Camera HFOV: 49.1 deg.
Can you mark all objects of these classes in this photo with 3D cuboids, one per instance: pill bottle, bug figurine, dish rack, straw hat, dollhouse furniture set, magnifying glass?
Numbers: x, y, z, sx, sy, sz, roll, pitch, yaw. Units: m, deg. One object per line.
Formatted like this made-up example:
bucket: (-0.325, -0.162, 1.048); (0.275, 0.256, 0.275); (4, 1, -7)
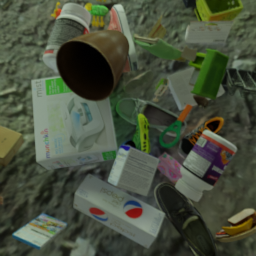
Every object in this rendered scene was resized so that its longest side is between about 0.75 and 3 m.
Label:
pill bottle: (-1.950, -2.928, 9.224); (1.159, 1.159, 2.034); (14, 77, 4)
bug figurine: (-1.677, -4.817, 10.285); (2.075, 0.689, 2.676); (6, 72, 2)
dish rack: (3.756, -1.237, 8.303); (1.821, 2.374, 0.648); (9, 115, 10)
pill bottle: (2.007, 1.031, 7.456); (0.975, 0.975, 1.750); (32, 95, 10)
straw hat: (1.039, -3.294, 9.673); (0.470, 1.111, 1.111); (35, 75, -5)
dollhouse furniture set: (1.365, -1.780, 8.095); (2.989, 1.494, 1.154); (30, 106, 46)
magnifying glass: (1.435, -0.056, 8.234); (0.593, 0.167, 1.489); (23, 76, 45)

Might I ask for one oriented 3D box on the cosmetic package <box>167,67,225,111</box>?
cosmetic package: (2.218, -1.392, 9.297); (1.561, 0.403, 1.177); (-20, 76, -6)

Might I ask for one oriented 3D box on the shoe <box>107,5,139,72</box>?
shoe: (-0.581, -2.976, 9.399); (1.289, 1.013, 2.834); (-13, 62, -1)

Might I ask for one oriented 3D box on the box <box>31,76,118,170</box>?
box: (-1.603, -0.226, 8.519); (2.266, 1.241, 2.568); (-8, 71, -4)

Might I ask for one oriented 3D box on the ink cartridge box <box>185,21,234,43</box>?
ink cartridge box: (2.705, -3.323, 9.452); (1.402, 1.235, 0.313); (1, 73, 4)

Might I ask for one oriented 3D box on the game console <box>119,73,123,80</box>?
game console: (-1.112, -1.851, 9.582); (1.723, 0.208, 1.016); (-22, 73, -6)

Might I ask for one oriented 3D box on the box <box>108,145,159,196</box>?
box: (0.147, 1.129, 7.464); (0.989, 0.564, 1.075); (25, 81, -26)

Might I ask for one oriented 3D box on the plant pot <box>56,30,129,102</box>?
plant pot: (-0.731, -1.942, 7.669); (1.712, 1.712, 1.831); (26, 47, 8)

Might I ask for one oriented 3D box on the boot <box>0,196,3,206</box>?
boot: (-4.371, 1.588, 8.251); (1.951, 0.718, 0.736); (30, 68, 12)

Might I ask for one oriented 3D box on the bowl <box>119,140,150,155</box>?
bowl: (0.243, 0.837, 8.360); (1.116, 0.219, 1.116); (24, 41, -23)

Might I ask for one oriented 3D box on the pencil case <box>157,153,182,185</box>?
pencil case: (1.419, 1.337, 8.373); (1.331, 0.582, 0.582); (42, 77, 13)

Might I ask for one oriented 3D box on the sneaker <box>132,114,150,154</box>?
sneaker: (0.328, 0.188, 8.280); (0.546, 0.484, 1.306); (-17, 63, 37)

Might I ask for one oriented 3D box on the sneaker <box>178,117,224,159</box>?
sneaker: (2.248, 0.241, 8.660); (1.791, 0.692, 0.701); (-42, 79, -10)

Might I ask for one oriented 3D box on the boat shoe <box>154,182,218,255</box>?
boat shoe: (1.669, 2.567, 7.821); (0.895, 0.823, 2.505); (-32, 75, -11)

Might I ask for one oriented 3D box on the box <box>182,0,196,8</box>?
box: (2.477, -6.073, 9.792); (1.418, 2.376, 2.416); (-16, 73, -5)

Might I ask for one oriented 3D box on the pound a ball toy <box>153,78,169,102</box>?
pound a ball toy: (1.080, -1.206, 9.100); (0.320, 0.752, 0.491); (13, 63, -10)

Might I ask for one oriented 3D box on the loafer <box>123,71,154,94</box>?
loafer: (0.319, -1.513, 9.320); (1.172, 0.369, 0.421); (-35, 112, -15)

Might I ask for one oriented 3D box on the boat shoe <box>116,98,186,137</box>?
boat shoe: (0.712, -0.400, 8.798); (2.306, 0.739, 0.850); (24, 78, 8)

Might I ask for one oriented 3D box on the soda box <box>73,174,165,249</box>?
soda box: (-0.290, 2.286, 7.744); (2.422, 0.825, 0.771); (26, 46, 9)

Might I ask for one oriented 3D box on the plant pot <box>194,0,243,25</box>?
plant pot: (3.072, -4.163, 9.843); (1.241, 1.127, 1.235); (-16, 73, -5)

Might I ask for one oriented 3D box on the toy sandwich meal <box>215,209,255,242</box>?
toy sandwich meal: (2.901, 2.611, 7.500); (1.344, 1.344, 0.460); (-20, 77, -6)

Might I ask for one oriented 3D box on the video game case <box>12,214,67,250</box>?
video game case: (-2.272, 2.673, 7.316); (0.842, 1.177, 0.105); (14, 104, 19)

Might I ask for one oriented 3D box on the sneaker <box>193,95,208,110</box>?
sneaker: (2.258, -0.789, 8.642); (0.288, 0.818, 0.309); (-1, 79, 43)

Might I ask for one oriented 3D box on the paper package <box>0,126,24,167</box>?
paper package: (-3.837, 0.514, 8.409); (0.955, 0.518, 1.002); (21, 51, 3)
